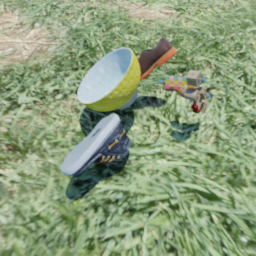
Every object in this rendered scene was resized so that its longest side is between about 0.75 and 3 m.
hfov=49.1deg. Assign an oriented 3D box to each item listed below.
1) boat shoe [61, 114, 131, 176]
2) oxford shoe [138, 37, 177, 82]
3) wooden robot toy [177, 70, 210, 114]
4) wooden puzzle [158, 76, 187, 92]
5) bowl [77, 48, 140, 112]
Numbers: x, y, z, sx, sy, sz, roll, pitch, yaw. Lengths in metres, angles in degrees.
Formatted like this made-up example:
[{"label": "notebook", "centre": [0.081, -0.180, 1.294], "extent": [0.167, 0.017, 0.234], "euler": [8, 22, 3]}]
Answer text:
[{"label": "boat shoe", "centre": [-0.815, 0.778, 8.679], "extent": [0.970, 1.244, 2.741], "euler": [-15, 26, 43]}, {"label": "oxford shoe", "centre": [0.648, -2.447, 10.573], "extent": [0.862, 2.376, 0.846], "euler": [51, 24, -9]}, {"label": "wooden robot toy", "centre": [2.079, -1.132, 9.542], "extent": [0.989, 2.180, 0.961], "euler": [18, 77, 30]}, {"label": "wooden puzzle", "centre": [2.173, -2.001, 12.695], "extent": [1.635, 0.115, 0.969], "euler": [5, 47, 4]}, {"label": "bowl", "centre": [-0.450, -1.460, 10.064], "extent": [2.554, 1.374, 2.554], "euler": [-28, 39, 25]}]
